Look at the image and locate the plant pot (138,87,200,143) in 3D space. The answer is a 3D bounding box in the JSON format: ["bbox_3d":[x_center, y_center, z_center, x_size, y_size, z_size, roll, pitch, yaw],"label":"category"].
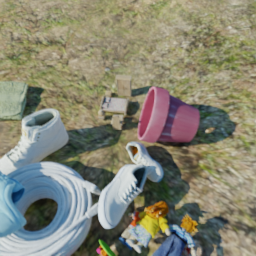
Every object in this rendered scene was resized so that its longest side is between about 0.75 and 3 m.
[{"bbox_3d":[1.340,-0.275,9.183,1.635,1.826,1.826,15,51,-9],"label":"plant pot"}]

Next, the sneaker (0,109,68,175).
[{"bbox_3d":[-3.190,0.508,8.525,1.048,1.644,2.846,37,62,23],"label":"sneaker"}]

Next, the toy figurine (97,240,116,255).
[{"bbox_3d":[-0.697,3.426,6.966,0.845,0.689,0.918,-44,102,-10],"label":"toy figurine"}]

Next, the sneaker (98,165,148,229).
[{"bbox_3d":[-0.083,1.667,7.466,0.792,0.817,2.237,-24,22,32],"label":"sneaker"}]

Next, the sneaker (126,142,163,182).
[{"bbox_3d":[0.475,1.060,8.604,0.579,0.611,1.514,-51,58,19],"label":"sneaker"}]

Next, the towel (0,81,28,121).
[{"bbox_3d":[-5.036,-1.027,10.330,2.475,0.452,1.836,-1,55,-7],"label":"towel"}]

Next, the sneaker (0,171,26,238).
[{"bbox_3d":[-3.204,1.557,7.055,1.081,0.976,2.639,-13,51,-25],"label":"sneaker"}]

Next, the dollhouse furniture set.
[{"bbox_3d":[-0.513,-0.966,10.120,1.000,0.854,1.929,6,52,8],"label":"dollhouse furniture set"}]

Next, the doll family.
[{"bbox_3d":[0.970,2.752,7.097,2.396,1.079,1.487,33,59,23],"label":"doll family"}]

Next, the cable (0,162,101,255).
[{"bbox_3d":[-2.390,2.253,7.566,2.860,0.990,2.860,33,60,24],"label":"cable"}]
